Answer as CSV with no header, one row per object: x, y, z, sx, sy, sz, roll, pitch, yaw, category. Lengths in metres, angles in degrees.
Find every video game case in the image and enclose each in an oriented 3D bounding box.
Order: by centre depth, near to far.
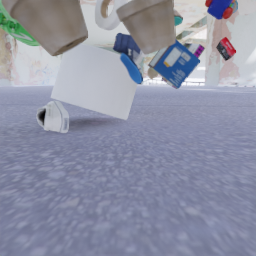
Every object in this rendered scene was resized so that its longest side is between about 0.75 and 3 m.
2.124,-2.513,11.203,0.330,1.842,1.670,30,11,-16,video game case

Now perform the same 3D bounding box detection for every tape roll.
-0.432,-2.863,6.664,0.193,1.057,1.057,2,7,-40,tape roll
-1.108,-1.588,9.936,2.821,1.937,2.821,16,2,-1,tape roll

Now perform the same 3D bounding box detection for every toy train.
2.502,-3.283,6.336,0.665,1.570,0.909,44,43,19,toy train

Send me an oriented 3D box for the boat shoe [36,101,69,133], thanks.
-2.459,-0.350,8.717,0.772,0.845,2.348,2,17,-25,boat shoe

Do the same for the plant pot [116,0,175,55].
0.444,-1.933,5.229,1.089,0.945,1.089,-21,15,6,plant pot

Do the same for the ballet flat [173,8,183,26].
0.961,-2.966,7.245,0.514,0.508,1.510,-16,3,37,ballet flat

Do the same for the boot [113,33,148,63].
0.043,-2.981,10.197,1.163,0.936,2.574,11,4,-7,boot

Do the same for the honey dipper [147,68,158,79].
1.017,-2.233,11.799,0.436,0.436,2.296,1,4,3,honey dipper

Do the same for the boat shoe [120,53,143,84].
0.131,-1.389,6.417,0.336,0.799,0.274,-29,-4,36,boat shoe

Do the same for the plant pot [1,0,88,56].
-1.553,-2.301,5.818,1.550,1.345,1.550,-28,10,5,plant pot

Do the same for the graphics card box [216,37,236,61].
3.060,-2.450,8.759,0.234,0.576,0.918,-34,-4,9,graphics card box

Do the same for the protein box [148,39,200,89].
1.600,-2.277,9.845,1.217,1.226,0.827,33,14,-20,protein box

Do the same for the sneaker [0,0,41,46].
-3.560,-3.186,7.632,1.111,2.999,1.253,-34,41,24,sneaker
